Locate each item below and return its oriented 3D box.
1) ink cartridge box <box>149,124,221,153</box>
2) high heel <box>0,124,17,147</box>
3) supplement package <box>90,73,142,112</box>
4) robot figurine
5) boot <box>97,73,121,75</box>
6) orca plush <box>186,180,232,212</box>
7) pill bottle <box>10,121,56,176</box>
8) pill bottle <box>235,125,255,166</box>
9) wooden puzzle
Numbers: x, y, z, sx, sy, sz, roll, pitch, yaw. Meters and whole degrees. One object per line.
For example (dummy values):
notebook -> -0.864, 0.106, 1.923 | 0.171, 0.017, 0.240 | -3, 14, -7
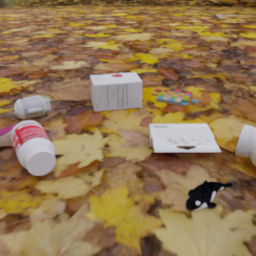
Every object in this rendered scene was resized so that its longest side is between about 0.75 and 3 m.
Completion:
ink cartridge box -> 1.689, 0.436, 8.747 | 1.972, 0.429, 1.711 | 0, 30, 0
high heel -> -4.055, 0.240, 8.765 | 1.100, 0.772, 2.293 | 35, 56, 30
supplement package -> -0.500, -1.478, 11.353 | 1.937, 1.160, 1.174 | -6, 30, -12
robot figurine -> -3.631, -0.760, 10.496 | 1.366, 0.771, 1.158 | -15, 22, -26
boot -> -1.027, -2.111, 12.975 | 1.477, 0.741, 2.047 | 2, 22, 5
orca plush -> 1.956, 1.509, 6.773 | 1.401, 0.498, 0.737 | -12, 32, -20
pill bottle -> -2.670, 0.567, 7.923 | 0.993, 0.993, 1.769 | -16, 32, -25
pill bottle -> 4.148, 0.662, 7.522 | 2.204, 1.199, 1.199 | 19, 35, 29
wooden puzzle -> 2.006, -1.365, 12.186 | 2.180, 0.153, 1.293 | 11, 32, 19
